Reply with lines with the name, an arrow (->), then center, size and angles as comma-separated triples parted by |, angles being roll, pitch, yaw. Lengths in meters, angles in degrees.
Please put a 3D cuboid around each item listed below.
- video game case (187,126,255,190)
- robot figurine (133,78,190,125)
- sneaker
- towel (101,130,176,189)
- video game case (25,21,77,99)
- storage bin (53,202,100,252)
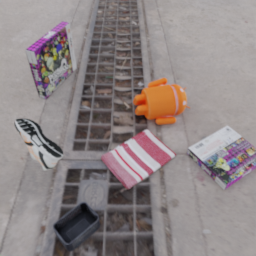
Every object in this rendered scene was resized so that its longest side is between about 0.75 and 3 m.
video game case -> 3.917, 1.096, 11.220 | 2.322, 0.416, 2.104 | -26, 52, -23
robot figurine -> 1.533, -1.209, 12.685 | 2.530, 1.475, 1.819 | -9, 42, -9
sneaker -> -3.325, 0.562, 9.885 | 2.321, 0.928, 0.856 | 44, 27, 20
towel -> 0.421, 1.156, 11.268 | 2.547, 0.290, 1.834 | -30, 54, -25
video game case -> -3.658, -3.350, 13.865 | 0.535, 2.707, 2.987 | 17, 48, 16
storage bin -> -1.654, 3.196, 9.110 | 1.316, 0.617, 0.890 | -35, 56, -28
